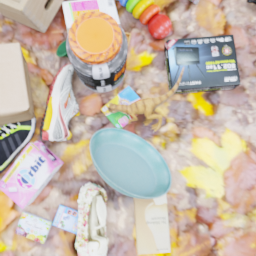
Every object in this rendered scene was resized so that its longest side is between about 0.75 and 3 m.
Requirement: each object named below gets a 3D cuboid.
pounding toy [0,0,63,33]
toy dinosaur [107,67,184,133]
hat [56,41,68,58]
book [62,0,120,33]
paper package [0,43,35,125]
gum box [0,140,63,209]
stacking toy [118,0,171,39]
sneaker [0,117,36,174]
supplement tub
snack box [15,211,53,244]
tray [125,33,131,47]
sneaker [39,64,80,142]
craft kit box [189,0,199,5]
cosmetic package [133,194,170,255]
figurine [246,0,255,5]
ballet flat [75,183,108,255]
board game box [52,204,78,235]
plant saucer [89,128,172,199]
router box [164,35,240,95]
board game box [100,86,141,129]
[{"bbox_3d":[-3.027,-4.772,9.545,2.394,1.848,2.600,28,86,19],"label":"pounding toy"},{"bbox_3d":[0.694,-0.683,8.861,2.753,0.832,1.462,-18,125,10],"label":"toy dinosaur"},{"bbox_3d":[-1.989,-2.597,9.989,0.907,0.799,0.751,25,79,43],"label":"hat"},{"bbox_3d":[-1.305,-3.956,9.791,1.814,0.436,1.212,-10,74,-10],"label":"book"},{"bbox_3d":[-4.252,-1.227,8.491,2.384,1.233,2.272,-10,80,-12],"label":"paper package"},{"bbox_3d":[-3.067,1.440,8.897,1.110,0.647,1.955,41,102,4],"label":"gum box"},{"bbox_3d":[0.402,-4.375,9.746,1.276,1.276,2.989,-41,92,-5],"label":"stacking toy"},{"bbox_3d":[-3.949,0.412,8.952,0.934,1.078,2.604,25,80,24],"label":"sneaker"},{"bbox_3d":[-0.884,-2.196,8.510,1.741,2.841,1.741,0,85,-2],"label":"supplement tub"},{"bbox_3d":[-3.073,3.242,9.147,1.003,0.266,0.713,19,83,2],"label":"snack box"},{"bbox_3d":[-0.543,-3.159,9.996,1.206,0.223,0.595,12,83,2],"label":"tray"},{"bbox_3d":[-2.166,-0.838,9.425,1.116,1.057,2.715,14,81,-21],"label":"sneaker"},{"bbox_3d":[1.936,-6.422,10.216,2.858,0.702,2.894,27,84,1],"label":"craft kit box"},{"bbox_3d":[0.728,2.857,8.960,1.084,0.733,2.061,-5,83,-1],"label":"cosmetic package"},{"bbox_3d":[5.569,-4.636,9.780,2.197,0.946,2.144,38,90,0],"label":"figurine"},{"bbox_3d":[-1.057,3.177,8.704,1.096,0.926,2.897,1,80,-44],"label":"ballet flat"},{"bbox_3d":[-1.934,3.017,9.224,0.927,0.170,0.701,20,83,3],"label":"board game box"},{"bbox_3d":[0.020,1.120,8.505,2.786,2.786,0.501,35,119,4],"label":"plant saucer"},{"bbox_3d":[2.485,-2.143,9.601,2.358,0.733,1.767,-6,83,-1],"label":"router box"},{"bbox_3d":[-0.152,-0.669,9.652,1.282,0.258,0.981,-41,85,-5],"label":"board game box"}]
